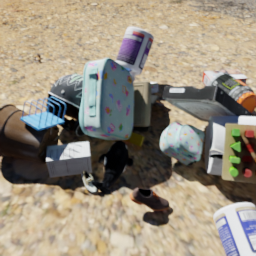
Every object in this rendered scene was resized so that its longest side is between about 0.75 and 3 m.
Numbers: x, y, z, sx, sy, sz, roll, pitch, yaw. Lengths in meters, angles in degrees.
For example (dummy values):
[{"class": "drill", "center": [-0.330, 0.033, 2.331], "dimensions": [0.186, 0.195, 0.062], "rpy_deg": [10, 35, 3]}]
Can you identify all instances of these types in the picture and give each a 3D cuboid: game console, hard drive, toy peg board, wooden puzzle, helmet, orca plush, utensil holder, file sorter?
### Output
[{"class": "game console", "center": [0.102, -0.649, 10.837], "dimensions": [1.860, 1.636, 1.083], "rpy_deg": [6, -7, 19]}, {"class": "hard drive", "center": [2.624, -0.684, 9.172], "dimensions": [1.870, 0.506, 2.676], "rpy_deg": [8, -9, 44]}, {"class": "toy peg board", "center": [3.017, 0.631, 6.653], "dimensions": [1.423, 1.429, 0.699], "rpy_deg": [4, -1, 19]}, {"class": "wooden puzzle", "center": [-0.016, -0.816, 10.066], "dimensions": [1.857, 2.753, 0.322], "rpy_deg": [9, 0, 21]}, {"class": "helmet", "center": [-1.846, -0.923, 9.931], "dimensions": [2.070, 1.974, 2.070], "rpy_deg": [13, 28, -7]}, {"class": "orca plush", "center": [-0.518, 0.979, 8.723], "dimensions": [1.110, 0.750, 2.110], "rpy_deg": [18, 41, 22]}, {"class": "utensil holder", "center": [3.561, 0.566, 8.357], "dimensions": [2.261, 1.922, 1.922], "rpy_deg": [4, 38, 8]}, {"class": "file sorter", "center": [-2.553, -0.478, 8.568], "dimensions": [0.770, 0.680, 1.109], "rpy_deg": [28, 25, 21]}]

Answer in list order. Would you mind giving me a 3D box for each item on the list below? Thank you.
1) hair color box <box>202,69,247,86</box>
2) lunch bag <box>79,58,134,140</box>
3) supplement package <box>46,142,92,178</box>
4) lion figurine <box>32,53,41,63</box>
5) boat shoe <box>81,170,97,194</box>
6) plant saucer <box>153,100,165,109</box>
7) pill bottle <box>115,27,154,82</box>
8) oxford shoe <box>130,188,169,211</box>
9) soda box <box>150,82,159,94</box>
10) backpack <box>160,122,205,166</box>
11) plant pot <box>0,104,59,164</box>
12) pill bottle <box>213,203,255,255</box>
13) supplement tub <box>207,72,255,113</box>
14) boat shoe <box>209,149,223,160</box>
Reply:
[{"class": "hair color box", "center": [4.493, -2.268, 13.136], "dimensions": [1.732, 0.554, 0.960], "rpy_deg": [-5, 37, -8]}, {"class": "lunch bag", "center": [-0.676, -0.910, 9.054], "dimensions": [0.975, 2.529, 2.028], "rpy_deg": [-5, -11, 32]}, {"class": "supplement package", "center": [-1.830, 0.980, 8.737], "dimensions": [1.299, 0.739, 0.711], "rpy_deg": [-5, 37, -8]}, {"class": "lion figurine", "center": [-4.964, -3.783, 15.383], "dimensions": [0.495, 0.293, 0.809], "rpy_deg": [-14, 53, -29]}, {"class": "boat shoe", "center": [-1.158, 1.591, 8.253], "dimensions": [0.290, 0.266, 0.777], "rpy_deg": [-20, 54, -35]}, {"class": "plant saucer", "center": [1.050, -1.051, 11.418], "dimensions": [1.081, 0.198, 1.081], "rpy_deg": [21, 13, -5]}, {"class": "pill bottle", "center": [0.175, -3.175, 12.644], "dimensions": [1.314, 2.359, 1.314], "rpy_deg": [20, 5, -2]}, {"class": "oxford shoe", "center": [0.650, 1.898, 7.473], "dimensions": [1.173, 0.425, 0.417], "rpy_deg": [18, 39, -20]}, {"class": "soda box", "center": [0.696, -1.708, 11.927], "dimensions": [0.439, 0.410, 1.288], "rpy_deg": [-20, 19, -34]}, {"class": "backpack", "center": [1.703, 0.443, 8.835], "dimensions": [1.297, 0.994, 1.140], "rpy_deg": [21, 61, -1]}, {"class": "plant pot", "center": [-3.269, 0.283, 9.001], "dimensions": [1.721, 1.738, 1.738], "rpy_deg": [16, 40, 9]}, {"class": "pill bottle", "center": [2.643, 2.642, 6.184], "dimensions": [1.017, 1.017, 1.700], "rpy_deg": [-5, 51, -6]}, {"class": "supplement tub", "center": [4.204, -1.361, 11.344], "dimensions": [1.207, 1.207, 1.970], "rpy_deg": [-12, 36, -15]}, {"class": "boat shoe", "center": [2.516, 0.782, 7.339], "dimensions": [0.798, 0.290, 0.250], "rpy_deg": [15, 39, 27]}]
